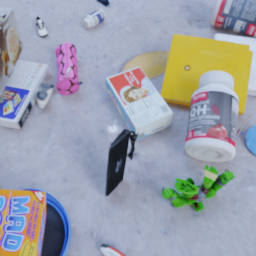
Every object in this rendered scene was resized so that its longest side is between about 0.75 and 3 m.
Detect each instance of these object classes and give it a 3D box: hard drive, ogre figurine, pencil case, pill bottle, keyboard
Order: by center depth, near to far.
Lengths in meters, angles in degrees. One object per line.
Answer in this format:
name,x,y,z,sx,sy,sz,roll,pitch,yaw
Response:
keyboard,-0.198,0.841,7.512,0.218,2.112,1.342,30,47,20
ogre figurine,1.797,1.701,7.523,1.886,1.131,0.925,-30,57,-20
pill bottle,2.567,-0.375,8.484,1.415,1.415,2.557,10,67,7
pencil case,-2.219,-2.218,10.206,0.941,0.971,2.073,-12,56,-3
hard drive,4.195,-2.466,10.735,1.871,0.360,2.837,10,57,6
pill bottle,5.024,-4.690,11.392,2.881,1.723,1.723,22,59,14
pill bottle,-1.487,-4.687,12.104,0.537,0.537,0.968,38,63,22

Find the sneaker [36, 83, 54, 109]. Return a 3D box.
sneaker,-2.945,-1.168,9.815,0.457,0.534,1.226,16,38,-6

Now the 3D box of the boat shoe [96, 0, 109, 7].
boat shoe,-1.186,-6.081,13.146,0.994,0.341,0.418,39,65,23

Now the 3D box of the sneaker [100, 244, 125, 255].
sneaker,-0.229,3.474,6.735,1.417,0.473,0.760,28,58,14

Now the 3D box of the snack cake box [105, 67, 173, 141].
snack cake box,0.314,-0.876,9.431,1.342,0.784,2.334,-23,59,-12

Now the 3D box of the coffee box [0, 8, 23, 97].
coffee box,-4.543,-2.538,9.246,1.137,1.631,2.853,2,48,-1

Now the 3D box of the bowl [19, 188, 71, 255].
bowl,-2.697,2.816,7.166,2.505,0.492,2.505,0,57,0

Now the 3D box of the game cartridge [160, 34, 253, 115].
game cartridge,2.739,-1.905,9.829,2.872,0.466,2.532,12,79,7

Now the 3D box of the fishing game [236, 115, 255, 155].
fishing game,4.315,0.380,8.815,1.707,0.265,1.223,36,83,19

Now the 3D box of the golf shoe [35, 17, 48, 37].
golf shoe,-3.719,-4.279,11.868,0.410,0.498,1.054,-23,61,-15

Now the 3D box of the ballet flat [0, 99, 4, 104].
ballet flat,-4.541,-0.782,9.031,1.118,0.377,0.356,4,90,6

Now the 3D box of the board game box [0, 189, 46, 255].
board game box,-2.780,2.446,6.483,1.506,1.506,1.507,6,51,-11

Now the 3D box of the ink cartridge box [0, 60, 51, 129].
ink cartridge box,-4.539,-1.367,9.890,2.728,0.641,2.696,10,58,9
